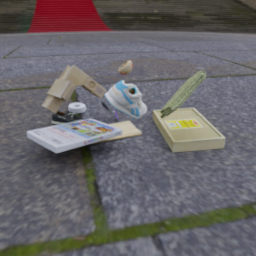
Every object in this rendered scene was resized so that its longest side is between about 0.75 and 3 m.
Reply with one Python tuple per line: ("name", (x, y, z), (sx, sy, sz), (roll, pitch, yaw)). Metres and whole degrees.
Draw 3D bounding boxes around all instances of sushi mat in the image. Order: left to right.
("sushi mat", (-0.861, 0.177, 10.607), (2.600, 0.157, 1.244), (-10, 26, -23))

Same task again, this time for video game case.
("video game case", (-1.721, 0.183, 9.228), (2.547, 0.230, 1.824), (-15, 24, -42))

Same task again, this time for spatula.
("spatula", (-0.723, -0.716, 11.354), (0.145, 1.415, 0.400), (-30, 59, 16))

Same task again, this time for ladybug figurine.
("ladybug figurine", (-0.090, -2.409, 11.353), (0.676, 0.358, 0.996), (-39, 16, 7))

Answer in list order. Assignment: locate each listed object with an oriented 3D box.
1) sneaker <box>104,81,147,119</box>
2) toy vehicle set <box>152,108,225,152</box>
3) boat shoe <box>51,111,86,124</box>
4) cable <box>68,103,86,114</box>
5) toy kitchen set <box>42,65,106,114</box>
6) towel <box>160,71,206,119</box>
("sneaker", (0.119, -0.758, 7.776), (1.716, 0.693, 0.657), (18, 34, -57))
("toy vehicle set", (2.175, -0.020, 10.761), (1.858, 0.396, 2.991), (-3, 25, -7))
("boat shoe", (-2.351, -0.391, 11.307), (1.641, 0.555, 0.589), (7, 11, 17))
("cable", (-2.339, -0.912, 12.862), (0.803, 0.278, 0.803), (3, 25, 6))
("toy kitchen set", (-1.914, -1.131, 10.589), (1.707, 1.892, 1.544), (35, -8, -31))
("towel", (1.770, -1.069, 9.248), (1.792, 0.327, 1.330), (-49, 4, -12))
